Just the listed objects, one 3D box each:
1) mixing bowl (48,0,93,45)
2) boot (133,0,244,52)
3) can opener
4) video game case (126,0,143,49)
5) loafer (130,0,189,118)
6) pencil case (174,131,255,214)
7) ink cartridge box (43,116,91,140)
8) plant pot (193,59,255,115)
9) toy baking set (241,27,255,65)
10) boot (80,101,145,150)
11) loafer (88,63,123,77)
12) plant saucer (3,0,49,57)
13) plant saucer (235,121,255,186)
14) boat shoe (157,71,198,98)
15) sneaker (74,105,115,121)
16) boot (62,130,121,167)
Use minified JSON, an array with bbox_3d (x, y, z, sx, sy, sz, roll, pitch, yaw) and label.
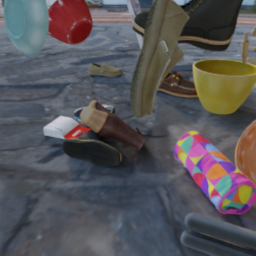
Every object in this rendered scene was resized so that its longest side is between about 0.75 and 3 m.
[{"bbox_3d":[-2.108,-3.970,10.809,1.949,1.949,1.056,-25,66,-39],"label":"mixing bowl"},{"bbox_3d":[1.502,-3.058,6.998,2.657,1.838,1.029,7,56,1],"label":"boot"},{"bbox_3d":[2.170,2.053,4.782,2.427,0.647,0.812,12,-3,23],"label":"can opener"},{"bbox_3d":[0.427,-4.004,10.758,0.187,2.077,1.487,-14,17,19],"label":"video game case"},{"bbox_3d":[0.672,-1.428,5.898,0.879,2.608,0.992,13,7,-8],"label":"loafer"},{"bbox_3d":[1.867,0.961,6.359,0.987,0.987,2.233,-7,28,-14],"label":"pencil case"},{"bbox_3d":[-1.908,0.013,8.862,1.179,0.336,0.958,7,28,21],"label":"ink cartridge box"},{"bbox_3d":[3.423,-1.446,10.212,2.266,1.609,2.266,1,27,0],"label":"plant pot"},{"bbox_3d":[3.768,-2.216,7.886,1.177,1.533,0.178,-8,42,2],"label":"toy baking set"},{"bbox_3d":[-0.450,-0.012,8.262,1.882,0.819,2.263,30,5,-5],"label":"boot"},{"bbox_3d":[-1.162,-2.965,14.236,1.785,0.602,0.679,3,28,5],"label":"loafer"},{"bbox_3d":[-1.928,-1.976,5.029,1.367,1.367,0.263,22,27,36],"label":"plant saucer"},{"bbox_3d":[3.723,0.631,6.279,2.467,0.462,2.467,-21,46,23],"label":"plant saucer"},{"bbox_3d":[1.844,-1.975,11.999,2.659,0.935,0.936,16,32,25],"label":"boat shoe"},{"bbox_3d":[-1.235,-0.531,9.739,1.469,0.551,0.637,-8,21,-32],"label":"sneaker"},{"bbox_3d":[-0.762,0.425,7.722,1.726,0.669,1.194,14,26,24],"label":"boot"}]
